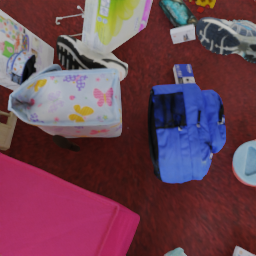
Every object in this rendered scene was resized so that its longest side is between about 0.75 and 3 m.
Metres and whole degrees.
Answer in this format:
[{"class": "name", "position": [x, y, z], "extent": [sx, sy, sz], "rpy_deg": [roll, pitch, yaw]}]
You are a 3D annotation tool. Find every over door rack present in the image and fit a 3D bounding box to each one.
[{"class": "over door rack", "position": [-1.759, -3.783, 10.039], "extent": [1.471, 0.490, 1.087], "rpy_deg": [-23, 67, -9]}]

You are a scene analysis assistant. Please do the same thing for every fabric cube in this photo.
[{"class": "fabric cube", "position": [-1.755, 2.494, 5.607], "extent": [2.941, 2.989, 2.998], "rpy_deg": [21, 75, 14]}]

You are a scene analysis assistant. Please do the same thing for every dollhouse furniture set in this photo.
[{"class": "dollhouse furniture set", "position": [-4.946, 0.233, 7.786], "extent": [2.836, 1.998, 1.987], "rpy_deg": [18, 70, -30]}]

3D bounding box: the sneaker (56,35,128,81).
[{"class": "sneaker", "position": [-1.223, -2.219, 9.213], "extent": [2.801, 1.032, 1.120], "rpy_deg": [37, 44, 18]}]

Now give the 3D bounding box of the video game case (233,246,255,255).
[{"class": "video game case", "position": [2.899, 3.694, 6.647], "extent": [1.161, 0.140, 1.274], "rpy_deg": [29, 68, -3]}]

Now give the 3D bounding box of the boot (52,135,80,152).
[{"class": "boot", "position": [-1.785, 0.411, 7.825], "extent": [0.822, 0.882, 0.283], "rpy_deg": [34, 82, -20]}]

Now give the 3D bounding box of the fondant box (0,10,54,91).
[{"class": "fondant box", "position": [-3.182, -1.992, 8.066], "extent": [0.672, 2.308, 1.665], "rpy_deg": [-2, 77, 23]}]

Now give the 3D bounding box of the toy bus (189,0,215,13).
[{"class": "toy bus", "position": [2.805, -4.990, 10.508], "extent": [1.160, 0.599, 1.095], "rpy_deg": [-23, 68, -10]}]

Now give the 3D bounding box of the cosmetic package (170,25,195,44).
[{"class": "cosmetic package", "position": [1.860, -3.161, 9.469], "extent": [0.765, 0.577, 0.198], "rpy_deg": [-8, 68, 17]}]

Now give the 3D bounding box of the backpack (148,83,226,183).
[{"class": "backpack", "position": [1.482, 0.220, 7.279], "extent": [1.994, 1.931, 2.376], "rpy_deg": [-3, 76, 15]}]

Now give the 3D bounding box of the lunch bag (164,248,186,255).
[{"class": "lunch bag", "position": [0.560, 3.451, 5.850], "extent": [0.749, 1.943, 1.559], "rpy_deg": [43, 33, 26]}]

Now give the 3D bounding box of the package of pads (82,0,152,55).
[{"class": "package of pads", "position": [-0.225, -3.827, 8.727], "extent": [1.012, 2.292, 2.967], "rpy_deg": [30, 47, 13]}]

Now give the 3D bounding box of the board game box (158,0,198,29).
[{"class": "board game box", "position": [1.840, -4.190, 10.222], "extent": [0.947, 0.197, 1.401], "rpy_deg": [-17, 65, -21]}]

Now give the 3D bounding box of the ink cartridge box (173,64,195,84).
[{"class": "ink cartridge box", "position": [1.831, -1.514, 9.037], "extent": [0.547, 0.257, 1.164], "rpy_deg": [-4, 66, -6]}]

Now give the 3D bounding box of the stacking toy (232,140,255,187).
[{"class": "stacking toy", "position": [4.177, 1.261, 7.055], "extent": [2.488, 1.161, 2.748], "rpy_deg": [-31, 67, 8]}]

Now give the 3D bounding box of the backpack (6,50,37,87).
[{"class": "backpack", "position": [-2.720, -1.594, 7.202], "extent": [0.643, 0.795, 0.835], "rpy_deg": [27, 45, -13]}]

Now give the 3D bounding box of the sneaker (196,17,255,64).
[{"class": "sneaker", "position": [3.661, -3.131, 9.539], "extent": [2.781, 1.079, 1.200], "rpy_deg": [22, 62, -1]}]

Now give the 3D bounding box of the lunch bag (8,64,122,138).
[{"class": "lunch bag", "position": [-1.525, -0.594, 7.511], "extent": [2.687, 2.279, 1.708], "rpy_deg": [-4, 80, 0]}]
